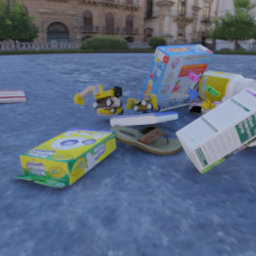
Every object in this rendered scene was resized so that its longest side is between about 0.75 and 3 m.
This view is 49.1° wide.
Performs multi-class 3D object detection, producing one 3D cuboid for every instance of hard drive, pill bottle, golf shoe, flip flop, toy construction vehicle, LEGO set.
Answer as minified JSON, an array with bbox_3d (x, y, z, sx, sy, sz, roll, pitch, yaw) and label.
[{"bbox_3d":[0.636,-0.324,9.724,1.559,0.300,2.363,-4,3,26],"label":"hard drive"},{"bbox_3d":[4.660,-1.880,13.536,1.532,1.532,2.681,-14,24,-36],"label":"pill bottle"},{"bbox_3d":[3.422,-0.754,11.841,1.690,0.614,0.778,5,33,28],"label":"golf shoe"},{"bbox_3d":[0.581,0.226,8.336,2.215,0.638,0.898,17,23,0],"label":"flip flop"},{"bbox_3d":[-0.418,-1.019,10.234,2.504,0.882,2.180,-5,-7,40],"label":"toy construction vehicle"},{"bbox_3d":[3.060,-1.230,11.070,2.287,0.872,0.939,38,26,12],"label":"LEGO set"}]

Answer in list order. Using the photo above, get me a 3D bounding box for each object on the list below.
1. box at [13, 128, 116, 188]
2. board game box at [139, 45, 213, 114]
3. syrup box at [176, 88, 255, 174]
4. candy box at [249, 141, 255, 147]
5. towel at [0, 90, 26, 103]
[{"bbox_3d":[-1.576,0.694,7.324,1.505,0.621,2.566,5,22,25],"label":"box"},{"bbox_3d":[2.044,-2.131,12.255,2.843,2.784,0.795,-15,47,-38],"label":"board game box"},{"bbox_3d":[2.468,0.048,7.049,2.262,0.891,0.921,-31,32,2],"label":"syrup box"},{"bbox_3d":[3.949,-0.076,9.096,1.749,0.746,2.085,-4,13,-18],"label":"candy box"},{"bbox_3d":[-6.393,-1.661,14.957,1.662,0.262,2.307,-6,21,-23],"label":"towel"}]
